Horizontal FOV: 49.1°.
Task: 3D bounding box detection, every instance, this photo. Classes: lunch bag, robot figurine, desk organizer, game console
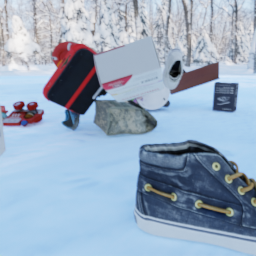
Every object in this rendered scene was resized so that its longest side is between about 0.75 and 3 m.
[{"bbox_3d":[-0.071,-0.369,8.719,1.695,0.996,1.390,-1,17,-24],"label":"lunch bag"},{"bbox_3d":[0.805,-1.685,12.516,1.962,1.630,2.611,-6,12,-18],"label":"robot figurine"},{"bbox_3d":[2.806,-2.372,12.414,2.318,0.892,0.831,-18,43,-2],"label":"desk organizer"},{"bbox_3d":[-1.360,-1.318,7.982,1.637,1.852,0.287,24,19,-51],"label":"game console"}]

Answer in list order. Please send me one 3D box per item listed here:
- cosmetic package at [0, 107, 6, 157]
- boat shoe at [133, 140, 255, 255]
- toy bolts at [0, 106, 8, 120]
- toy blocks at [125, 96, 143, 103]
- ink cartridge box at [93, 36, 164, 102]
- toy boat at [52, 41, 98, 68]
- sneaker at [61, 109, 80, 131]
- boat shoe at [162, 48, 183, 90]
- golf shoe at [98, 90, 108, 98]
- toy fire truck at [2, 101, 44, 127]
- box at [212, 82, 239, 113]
[{"bbox_3d":[-4.156,0.078,5.962,2.607,1.403,1.106,-3,15,-7],"label":"cosmetic package"},{"bbox_3d":[1.286,0.804,3.451,2.489,1.130,0.881,3,14,11],"label":"boat shoe"},{"bbox_3d":[-4.694,-0.315,9.930,0.932,0.647,0.890,-9,-28,5],"label":"toy bolts"},{"bbox_3d":[0.168,-1.108,11.257,0.750,0.676,0.803,-36,27,-8],"label":"toy blocks"},{"bbox_3d":[0.100,-1.337,6.938,1.382,0.785,1.896,-16,-8,7],"label":"ink cartridge box"},{"bbox_3d":[-2.083,-2.384,10.320,1.997,1.303,1.305,24,38,27],"label":"toy boat"},{"bbox_3d":[-1.711,-0.580,8.925,0.525,1.281,0.469,23,-20,-25],"label":"sneaker"},{"bbox_3d":[1.484,-1.753,9.068,0.610,1.696,0.557,-1,56,-5],"label":"boat shoe"},{"bbox_3d":[-0.909,-1.686,9.169,2.973,1.156,1.405,3,30,-32],"label":"golf shoe"},{"bbox_3d":[-3.621,-0.374,9.745,1.251,0.702,1.051,2,37,12],"label":"toy fire truck"},{"bbox_3d":[4.272,-1.357,12.299,0.934,1.262,0.658,10,16,31],"label":"box"}]
